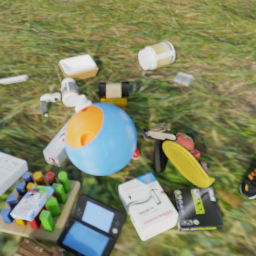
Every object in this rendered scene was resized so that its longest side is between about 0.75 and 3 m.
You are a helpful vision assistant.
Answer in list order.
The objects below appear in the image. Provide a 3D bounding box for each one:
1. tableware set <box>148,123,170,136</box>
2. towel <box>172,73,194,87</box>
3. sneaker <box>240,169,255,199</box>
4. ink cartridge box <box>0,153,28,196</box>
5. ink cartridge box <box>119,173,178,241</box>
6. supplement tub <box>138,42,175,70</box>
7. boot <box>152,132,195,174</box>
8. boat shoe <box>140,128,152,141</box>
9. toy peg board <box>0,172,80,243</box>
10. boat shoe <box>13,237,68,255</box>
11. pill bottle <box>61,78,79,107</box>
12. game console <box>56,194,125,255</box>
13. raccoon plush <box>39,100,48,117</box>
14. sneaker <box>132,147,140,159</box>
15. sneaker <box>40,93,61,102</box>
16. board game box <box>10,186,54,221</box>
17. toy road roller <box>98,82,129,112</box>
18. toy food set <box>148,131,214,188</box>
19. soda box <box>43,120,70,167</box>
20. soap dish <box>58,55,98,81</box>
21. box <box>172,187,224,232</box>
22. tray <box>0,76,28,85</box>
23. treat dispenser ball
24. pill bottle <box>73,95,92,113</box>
[{"bbox_3d":[1.251,-0.043,11.517,0.909,0.276,1.375,-16,8,12],"label":"tableware set"},{"bbox_3d":[2.960,-2.606,14.952,0.948,0.164,0.912,24,49,21],"label":"towel"},{"bbox_3d":[4.686,1.733,10.043,1.870,0.842,0.654,-33,53,-29],"label":"sneaker"},{"bbox_3d":[-5.068,1.638,9.253,2.378,0.525,2.422,16,38,19],"label":"ink cartridge box"},{"bbox_3d":[0.633,2.555,9.271,1.301,0.751,1.782,-19,48,-18],"label":"ink cartridge box"},{"bbox_3d":[1.577,-3.979,15.563,1.744,1.259,1.259,-21,48,-20],"label":"supplement tub"},{"bbox_3d":[1.808,0.922,10.886,1.616,0.814,2.162,6,44,5],"label":"boot"},{"bbox_3d":[0.775,0.281,11.840,0.285,0.281,0.765,-6,36,-36],"label":"boat shoe"},{"bbox_3d":[-3.021,2.321,9.276,2.203,1.082,2.212,9,45,8],"label":"toy peg board"},{"bbox_3d":[-2.085,3.775,7.907,2.512,0.904,0.854,15,49,15],"label":"boat shoe"},{"bbox_3d":[-2.819,-1.749,13.605,0.824,0.824,1.416,-10,45,-10],"label":"pill bottle"},{"bbox_3d":[-1.118,3.067,8.528,1.654,1.455,0.963,21,15,13],"label":"game console"},{"bbox_3d":[-3.840,-0.942,12.975,0.364,0.505,0.753,-24,58,-39],"label":"raccoon plush"},{"bbox_3d":[0.111,0.716,11.253,0.465,0.512,1.207,-21,61,-17],"label":"sneaker"},{"bbox_3d":[-3.769,-1.416,13.629,0.986,0.370,0.400,-13,55,-12],"label":"sneaker"},{"bbox_3d":[-2.919,2.270,8.564,0.859,0.208,1.136,-4,37,32],"label":"board game box"},{"bbox_3d":[-0.658,-1.252,12.954,1.415,1.681,2.303,-1,7,-1],"label":"toy road roller"},{"bbox_3d":[2.036,0.847,9.498,0.848,2.595,1.527,-44,16,-19],"label":"toy food set"},{"bbox_3d":[-2.555,0.571,11.342,0.639,0.687,2.013,16,46,16],"label":"soda box"},{"bbox_3d":[-2.697,-3.202,15.147,1.822,0.740,1.433,-18,47,-17],"label":"soap dish"},{"bbox_3d":[2.303,2.702,9.408,1.421,0.350,1.471,-3,45,2],"label":"box"},{"bbox_3d":[-5.939,-2.468,14.539,1.447,0.160,0.777,-13,2,-12],"label":"tray"},{"bbox_3d":[-0.985,0.407,10.170,2.608,2.608,2.608,0,44,0],"label":"treat dispenser ball"},{"bbox_3d":[-1.782,-0.684,12.025,0.772,1.390,0.772,-19,33,13],"label":"pill bottle"}]
